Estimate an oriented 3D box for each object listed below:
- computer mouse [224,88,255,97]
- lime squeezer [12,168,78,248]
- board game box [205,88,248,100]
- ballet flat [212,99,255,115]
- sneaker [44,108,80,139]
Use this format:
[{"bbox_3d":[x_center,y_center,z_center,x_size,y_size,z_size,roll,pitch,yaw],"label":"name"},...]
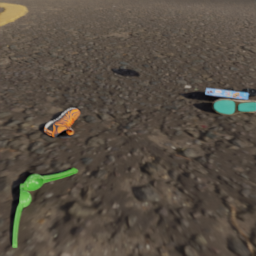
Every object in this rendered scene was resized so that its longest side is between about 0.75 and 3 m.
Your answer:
[{"bbox_3d":[5.152,-1.610,12.966,1.571,0.267,0.460,5,52,16],"label":"computer mouse"},{"bbox_3d":[-2.495,1.838,7.472,0.983,0.525,2.784,37,37,-1],"label":"lime squeezer"},{"bbox_3d":[4.226,-1.457,12.163,1.682,0.308,1.272,8,8,14],"label":"board game box"},{"bbox_3d":[4.333,-0.873,11.542,1.946,0.662,0.654,4,13,-3],"label":"ballet flat"},{"bbox_3d":[-2.203,-0.095,10.324,0.895,0.620,1.598,27,51,29],"label":"sneaker"}]
